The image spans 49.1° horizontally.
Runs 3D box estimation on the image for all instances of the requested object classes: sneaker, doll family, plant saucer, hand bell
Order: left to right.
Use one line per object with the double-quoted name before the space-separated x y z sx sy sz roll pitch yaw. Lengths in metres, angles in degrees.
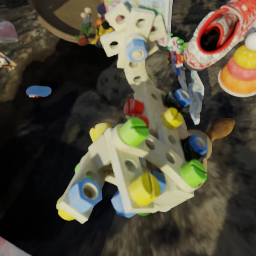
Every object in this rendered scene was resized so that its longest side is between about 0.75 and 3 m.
"sneaker" -3.109 -2.344 6.775 0.354 0.492 0.941 -2 12 27
"sneaker" -3.366 -1.803 7.430 0.355 0.788 0.295 -47 45 4
"plant saucer" -1.462 -3.347 7.911 2.625 0.387 2.625 11 58 -18
"doll family" -0.419 -2.180 5.807 0.685 1.746 1.009 20 62 -34
"hand bell" 1.971 0.249 6.970 1.481 1.481 2.844 33 40 31
"sneaker" 1.470 -1.458 3.762 1.675 0.898 0.559 -42 88 3

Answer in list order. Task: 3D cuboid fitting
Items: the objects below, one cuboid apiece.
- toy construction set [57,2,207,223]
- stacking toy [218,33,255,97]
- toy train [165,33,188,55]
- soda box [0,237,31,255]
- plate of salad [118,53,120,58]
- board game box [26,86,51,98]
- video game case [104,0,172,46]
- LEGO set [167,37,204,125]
"toy construction set" 0.152 -0.142 3.621 1.852 1.301 2.824 21 57 -31
"stacking toy" 1.653 -0.917 3.875 0.649 0.888 0.649 -2 58 3
"toy train" 1.890 -3.432 11.515 0.610 0.452 2.164 -27 48 -14
"soda box" -1.831 2.509 4.598 2.181 0.691 0.763 19 45 20
"plate of salad" 0.063 -2.803 10.952 0.893 0.215 0.893 -1 52 2
"board game box" -2.900 -1.149 9.143 0.786 0.153 0.621 5 37 -3
"video game case" 0.097 -1.731 3.754 1.023 1.431 0.125 25 75 14
"LEGO set" 0.998 -0.977 5.451 0.392 1.192 1.595 -16 60 0
